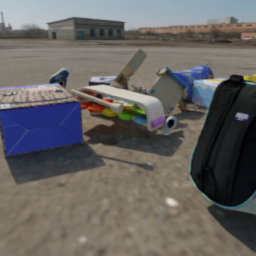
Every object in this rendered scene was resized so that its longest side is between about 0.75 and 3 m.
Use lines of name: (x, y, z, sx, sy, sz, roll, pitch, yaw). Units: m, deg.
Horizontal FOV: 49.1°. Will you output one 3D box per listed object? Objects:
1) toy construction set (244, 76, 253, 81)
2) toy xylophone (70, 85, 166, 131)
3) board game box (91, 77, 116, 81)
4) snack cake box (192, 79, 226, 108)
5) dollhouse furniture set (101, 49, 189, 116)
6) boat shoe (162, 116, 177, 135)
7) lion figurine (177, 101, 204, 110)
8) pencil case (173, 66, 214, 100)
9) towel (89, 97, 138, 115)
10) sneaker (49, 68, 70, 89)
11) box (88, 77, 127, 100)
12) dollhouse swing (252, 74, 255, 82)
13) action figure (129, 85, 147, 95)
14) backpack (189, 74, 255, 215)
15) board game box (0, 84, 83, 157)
toy construction set: (4.479, -0.554, 7.843, 2.908, 1.340, 1.907, 14, 1, -1)
toy xylophone: (-0.411, -0.620, 7.672, 2.742, 0.689, 2.008, 21, 21, 33)
board game box: (-1.038, -2.303, 14.249, 1.721, 0.354, 1.717, -1, 19, -3)
snack cake box: (3.684, -1.131, 10.106, 1.496, 0.874, 2.602, -7, 20, -23)
dollhouse furniture set: (0.570, -1.030, 9.810, 2.475, 1.615, 2.337, 39, 50, -7)
boat shoe: (1.207, -0.125, 7.801, 0.294, 0.300, 0.843, 36, 43, 3)
lion figurine: (2.191, -0.764, 9.880, 0.877, 0.318, 0.537, 5, 7, 3)
pencil case: (2.636, -1.987, 12.104, 1.298, 1.166, 2.989, 13, 23, 33)
towel: (-0.425, -0.794, 9.403, 1.585, 0.243, 1.182, 2, 31, 35)
sneaker: (-3.355, -2.026, 13.116, 0.578, 1.099, 1.521, 29, -40, -31)
box: (-0.828, -1.674, 11.859, 1.242, 0.765, 1.232, 8, 22, 23)
dollhouse swing: (5.893, -1.606, 11.033, 1.320, 1.365, 1.502, -18, 15, 13)
action figure: (0.388, -1.591, 12.048, 0.981, 0.513, 0.949, -16, 16, -36)
backpack: (1.927, 0.355, 4.371, 1.482, 1.934, 1.700, 24, 4, -28)
board game box: (-2.454, -0.347, 7.453, 1.873, 1.138, 2.349, -9, 22, -25)
